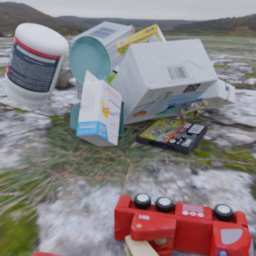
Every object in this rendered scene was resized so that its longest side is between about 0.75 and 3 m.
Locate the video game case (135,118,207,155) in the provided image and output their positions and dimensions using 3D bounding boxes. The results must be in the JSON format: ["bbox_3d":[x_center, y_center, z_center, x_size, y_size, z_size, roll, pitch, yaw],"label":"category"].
[{"bbox_3d":[1.305,0.181,8.155,1.560,0.220,1.726,13,26,27],"label":"video game case"}]

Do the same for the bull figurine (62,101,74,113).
[{"bbox_3d":[-1.783,-0.592,9.258,0.929,0.303,0.564,24,15,-1],"label":"bull figurine"}]

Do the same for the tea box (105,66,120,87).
[{"bbox_3d":[-0.302,-1.542,9.886,0.849,0.863,0.577,-50,52,-5],"label":"tea box"}]

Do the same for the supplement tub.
[{"bbox_3d":[-2.632,-1.736,7.932,1.407,2.005,1.407,21,30,-13],"label":"supplement tub"}]

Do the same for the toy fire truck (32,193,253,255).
[{"bbox_3d":[0.292,1.735,3.750,2.742,0.668,1.934,6,23,11],"label":"toy fire truck"}]

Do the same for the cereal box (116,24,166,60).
[{"bbox_3d":[0.730,-2.321,9.401,1.467,2.039,0.403,-17,52,24],"label":"cereal box"}]

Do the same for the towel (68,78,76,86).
[{"bbox_3d":[-1.725,-2.302,13.703,1.567,0.254,2.134,21,28,11],"label":"towel"}]

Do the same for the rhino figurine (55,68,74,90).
[{"bbox_3d":[-3.058,-2.526,13.913,1.187,0.812,2.715,27,27,8],"label":"rhino figurine"}]

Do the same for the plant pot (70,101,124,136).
[{"bbox_3d":[-0.952,-0.296,7.943,1.364,0.964,0.964,2,-1,34],"label":"plant pot"}]

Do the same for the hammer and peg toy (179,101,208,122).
[{"bbox_3d":[2.117,-0.519,9.060,0.941,0.332,0.692,-21,-12,3],"label":"hammer and peg toy"}]

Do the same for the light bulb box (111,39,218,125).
[{"bbox_3d":[0.940,-1.319,8.398,2.273,1.431,2.293,-11,-19,-21],"label":"light bulb box"}]

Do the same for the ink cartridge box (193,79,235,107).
[{"bbox_3d":[2.914,-1.183,9.807,1.127,0.661,1.539,-5,-7,41],"label":"ink cartridge box"}]

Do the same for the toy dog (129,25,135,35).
[{"bbox_3d":[0.208,-3.791,11.274,0.564,0.855,0.412,36,67,29],"label":"toy dog"}]

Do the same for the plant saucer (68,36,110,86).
[{"bbox_3d":[-1.256,-2.044,8.842,0.294,1.638,1.638,3,18,45],"label":"plant saucer"}]

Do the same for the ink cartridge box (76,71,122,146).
[{"bbox_3d":[-0.619,-0.462,6.482,0.545,1.607,0.925,-4,-19,26],"label":"ink cartridge box"}]

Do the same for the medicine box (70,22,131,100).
[{"bbox_3d":[-0.959,-2.500,10.990,1.290,2.506,2.282,20,43,20],"label":"medicine box"}]
